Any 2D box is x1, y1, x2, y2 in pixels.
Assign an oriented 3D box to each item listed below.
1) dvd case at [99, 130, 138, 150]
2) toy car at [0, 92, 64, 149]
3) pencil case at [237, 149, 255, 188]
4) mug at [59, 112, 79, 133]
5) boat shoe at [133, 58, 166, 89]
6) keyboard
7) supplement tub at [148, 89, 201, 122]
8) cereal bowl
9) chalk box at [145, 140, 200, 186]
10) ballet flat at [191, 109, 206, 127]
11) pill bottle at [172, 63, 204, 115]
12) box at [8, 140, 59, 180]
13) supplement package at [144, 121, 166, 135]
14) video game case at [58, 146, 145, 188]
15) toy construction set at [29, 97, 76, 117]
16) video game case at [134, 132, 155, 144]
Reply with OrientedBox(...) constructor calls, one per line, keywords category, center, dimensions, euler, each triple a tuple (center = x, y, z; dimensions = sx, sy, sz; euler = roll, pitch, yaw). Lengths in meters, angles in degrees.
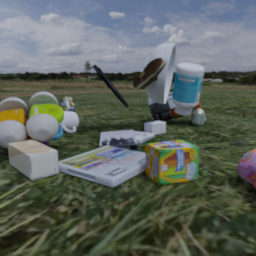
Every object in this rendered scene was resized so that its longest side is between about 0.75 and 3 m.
OrientedBox(category="dvd case", center=(-0.421, 0.504, 11.524), dimensions=(1.484, 0.244, 1.975), euler=(-4, 16, -2))
OrientedBox(category="toy car", center=(-3.571, 0.007, 10.329), dimensions=(2.581, 1.936, 2.259), euler=(-12, 39, -7))
OrientedBox(category="pencil case", center=(3.447, 1.221, 6.493), dimensions=(1.035, 1.035, 2.367), euler=(0, 10, 0))
OrientedBox(category="mug", center=(-3.142, -0.233, 14.094), dimensions=(1.313, 0.970, 1.151), euler=(50, 24, 22))
OrientedBox(category="boat shoe", center=(0.993, -2.247, 11.791), dimensions=(0.687, 0.686, 1.858), euler=(15, -33, -35))
OrientedBox(category="keyboard", center=(-0.921, -2.169, 14.051), dimensions=(1.750, 0.284, 2.754), euler=(47, -2, 42))
OrientedBox(category="supplement tub", center=(2.676, -1.393, 16.288), dimensions=(2.780, 1.703, 1.703), euler=(-16, 7, 15))
OrientedBox(category="cereal bowl", center=(1.446, -2.631, 13.403), dimensions=(1.192, 2.863, 2.863), euler=(13, 14, 12))
OrientedBox(category="chalk box", center=(1.384, 0.931, 7.963), dimensions=(1.584, 0.989, 0.982), euler=(-5, 12, -18))
OrientedBox(category="ballet flat", center=(4.249, -0.721, 16.707), dimensions=(0.917, 0.867, 2.721), euler=(10, 13, 13))
OrientedBox(category="pill bottle", center=(2.160, -1.405, 10.327), dimensions=(0.998, 1.801, 0.998), euler=(4, 26, -2))
OrientedBox(category="box", center=(-2.942, 0.930, 8.606), dimensions=(0.890, 0.729, 1.875), euler=(-10, 14, -40))
OrientedBox(category="supplement package", center=(1.329, 0.004, 13.830), dimensions=(0.963, 0.563, 0.565), euler=(-8, 13, -39))
OrientedBox(category="video game case", center=(-0.582, 1.118, 8.869), dimensions=(2.332, 0.283, 2.562), euler=(8, 14, 35))
OrientedBox(category="toy construction set", center=(-4.351, -0.947, 17.152), dimensions=(1.931, 1.356, 2.944), euler=(9, 25, 40))
OrientedBox(category="video game case", center=(0.182, 0.395, 12.782), dimensions=(1.637, 0.194, 1.490), euler=(6, 13, 28))
